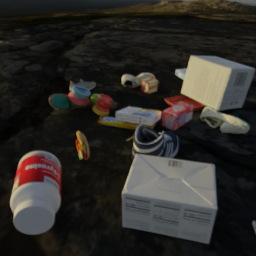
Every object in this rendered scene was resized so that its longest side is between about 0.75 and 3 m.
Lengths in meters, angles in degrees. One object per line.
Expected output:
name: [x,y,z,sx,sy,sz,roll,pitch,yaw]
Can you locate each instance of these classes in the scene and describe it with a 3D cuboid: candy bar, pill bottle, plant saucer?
candy bar: [-0.098,-0.183,11.612,2.442,0.271,0.609,9,29,14]
pill bottle: [-2.382,1.641,7.347,1.203,1.203,2.142,-6,29,-11]
plant saucer: [2.706,-1.128,13.310,1.477,0.272,1.480,-13,32,-22]

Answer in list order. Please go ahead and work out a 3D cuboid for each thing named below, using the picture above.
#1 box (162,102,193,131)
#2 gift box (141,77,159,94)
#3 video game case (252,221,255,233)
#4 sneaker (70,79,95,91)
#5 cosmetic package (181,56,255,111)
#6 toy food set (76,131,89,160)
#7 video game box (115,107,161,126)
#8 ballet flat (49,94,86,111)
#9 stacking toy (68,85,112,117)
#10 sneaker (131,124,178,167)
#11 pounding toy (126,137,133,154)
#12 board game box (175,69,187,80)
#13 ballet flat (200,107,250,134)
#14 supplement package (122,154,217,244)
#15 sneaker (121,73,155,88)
box: [2.083,-0.519,11.775,0.652,0.706,1.377,24,38,37]
gift box: [1.178,-2.316,14.957,0.730,0.782,0.722,-22,41,-36]
video game case: [3.767,2.653,6.652,1.327,0.116,0.949,3,29,5]
sneaker: [-2.451,-2.346,15.164,1.443,0.592,0.539,-14,32,-23]
cosmetic package: [4.146,-2.160,13.117,1.944,1.932,2.323,-9,30,-35]
toy food set: [-1.528,0.626,9.293,0.239,0.970,0.980,-14,-11,-24]
video game box: [0.467,-0.516,11.670,1.538,0.395,1.688,7,14,17]
ballet flat: [-2.826,-1.190,12.801,0.762,0.740,2.141,4,9,40]
stacking toy: [-1.595,-1.512,12.712,1.962,0.829,1.776,24,26,-9]
sneaker: [0.993,0.406,9.247,0.979,1.515,2.792,16,33,26]
pounding toy: [0.220,0.673,9.870,0.552,0.551,0.963,5,48,8]
board game box: [3.992,-3.095,16.734,1.568,0.379,2.073,-10,30,-16]
ballet flat: [3.806,-0.174,11.334,0.797,0.797,2.221,-17,30,-28]
supplement package: [1.066,1.726,7.195,2.138,1.185,1.665,8,31,11]
sneaker: [0.559,-2.532,15.546,1.894,0.717,0.871,-4,36,8]
